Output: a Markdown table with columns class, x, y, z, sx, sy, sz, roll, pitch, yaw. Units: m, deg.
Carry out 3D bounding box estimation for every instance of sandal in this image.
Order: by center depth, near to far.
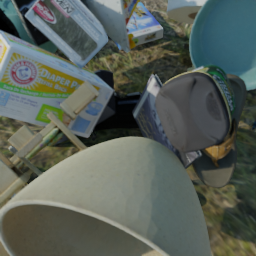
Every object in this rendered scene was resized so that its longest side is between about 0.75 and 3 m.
| class | x | y | z | sx | sy | sz | roll | pitch | yaw |
| --- | --- | --- | --- | --- | --- | --- | --- | --- | --- |
| sandal | 1.746 | 0.102 | 5.339 | 0.910 | 2.227 | 0.608 | 15 | 14 | 17 |

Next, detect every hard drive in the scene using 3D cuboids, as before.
| class | x | y | z | sx | sy | sz | roll | pitch | yaw |
| --- | --- | --- | --- | --- | --- | --- | --- | --- | --- |
| hard drive | -1.450 | -0.591 | 7.844 | 2.405 | 0.509 | 1.622 | -25 | 51 | 27 |

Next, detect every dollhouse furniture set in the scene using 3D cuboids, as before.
| class | x | y | z | sx | sy | sz | roll | pitch | yaw |
| --- | --- | --- | --- | --- | --- | --- | --- | --- | --- |
| dollhouse furniture set | -0.914 | 0.289 | 4.197 | 2.065 | 1.826 | 1.148 | -45 | 98 | -12 |

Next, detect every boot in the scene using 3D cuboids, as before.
| class | x | y | z | sx | sy | sz | roll | pitch | yaw |
| --- | --- | --- | --- | --- | --- | --- | --- | --- | --- |
| boot | -3.050 | -2.333 | 6.705 | 0.790 | 2.134 | 1.749 | -40 | 64 | -8 |

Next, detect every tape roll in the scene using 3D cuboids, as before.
| class | x | y | z | sx | sy | sz | roll | pitch | yaw |
| --- | --- | --- | --- | --- | --- | --- | --- | --- | --- |
| tape roll | 2.372 | -3.258 | 7.681 | 2.655 | 0.485 | 2.655 | 7 | 11 | -1 |

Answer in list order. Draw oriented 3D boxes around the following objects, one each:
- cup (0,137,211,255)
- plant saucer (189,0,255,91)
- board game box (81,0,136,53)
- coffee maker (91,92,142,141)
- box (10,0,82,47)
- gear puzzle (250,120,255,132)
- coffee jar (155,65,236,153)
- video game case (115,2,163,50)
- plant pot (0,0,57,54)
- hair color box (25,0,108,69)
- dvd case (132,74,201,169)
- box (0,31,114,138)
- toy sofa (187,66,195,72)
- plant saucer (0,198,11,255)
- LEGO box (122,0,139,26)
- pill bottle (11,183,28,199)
| class | x | y | z | sx | sy | sz | roll | pitch | yaw |
| --- | --- | --- | --- | --- | --- | --- | --- | --- | --- |
| cup | -0.053 | 1.127 | 3.612 | 2.457 | 2.457 | 1.757 | 18 | 41 | 12 |
| plant saucer | 2.502 | -1.962 | 5.898 | 2.481 | 2.481 | 0.446 | 0 | 36 | 0 |
| board game box | -0.715 | -3.488 | 7.099 | 0.317 | 2.450 | 2.449 | -34 | 61 | -12 |
| coffee maker | -0.296 | -0.342 | 8.249 | 1.534 | 1.033 | 1.474 | -2 | 77 | 0 |
| box | -2.304 | -3.635 | 7.663 | 1.715 | 2.095 | 0.902 | -31 | 46 | -14 |
| gear puzzle | 2.914 | -0.556 | 5.694 | 0.179 | 1.368 | 0.708 | 35 | 27 | 21 |
| coffee jar | 1.084 | -0.364 | 4.179 | 0.839 | 1.025 | 1.966 | -20 | 7 | 27 |
| video game case | 0.122 | -4.065 | 11.050 | 1.826 | 0.458 | 2.015 | -20 | 57 | -14 |
| plant pot | -3.714 | -3.670 | 9.998 | 2.165 | 1.738 | 2.165 | 0 | 55 | 0 |
| hair color box | -1.274 | -2.410 | 6.349 | 0.842 | 1.375 | 2.777 | -43 | 24 | 12 |
| dvd case | 0.715 | 0.056 | 6.034 | 0.156 | 1.455 | 1.957 | -13 | 65 | -25 |
| box | -1.593 | -0.782 | 5.474 | 2.175 | 1.223 | 1.102 | 17 | 19 | -41 |
| toy sofa | 2.707 | -2.431 | 9.448 | 1.040 | 0.883 | 2.131 | -6 | 51 | 29 |
| plant saucer | -3.355 | 2.467 | 5.921 | 2.802 | 0.413 | 2.802 | -4 | 76 | 15 |
| LEGO box | -0.231 | -4.826 | 8.775 | 0.950 | 1.834 | 2.462 | 24 | 85 | 27 |
| pill bottle | -3.115 | 1.489 | 6.849 | 1.782 | 0.990 | 0.990 | 34 | 62 | 21 |
